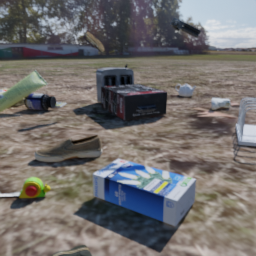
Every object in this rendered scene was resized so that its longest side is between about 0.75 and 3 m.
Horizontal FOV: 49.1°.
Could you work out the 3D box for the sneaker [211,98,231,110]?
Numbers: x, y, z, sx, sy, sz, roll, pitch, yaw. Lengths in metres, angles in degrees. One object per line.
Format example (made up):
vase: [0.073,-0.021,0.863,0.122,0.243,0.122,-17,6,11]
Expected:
sneaker: [4.663,-1.230,14.000,0.874,0.557,1.513,5,17,25]

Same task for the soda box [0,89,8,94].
soda box: [-6.533,-1.498,14.541,0.781,0.738,2.305,-1,17,-3]

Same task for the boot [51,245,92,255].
boot: [-0.824,2.053,4.041,0.832,0.322,0.575,-14,27,-35]

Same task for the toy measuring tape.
toy measuring tape: [-2.330,1.314,6.170,1.205,0.443,0.443,-1,18,-3]

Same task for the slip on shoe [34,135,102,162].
slip on shoe: [-1.733,0.572,8.211,1.949,0.590,0.741,-3,18,-9]

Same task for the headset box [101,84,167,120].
headset box: [0.271,-1.276,13.153,2.203,1.143,2.961,-9,21,-26]

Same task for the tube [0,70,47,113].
tube: [-5.247,-1.694,13.413,2.694,0.782,0.699,-40,27,-18]

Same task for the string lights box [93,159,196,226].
string lights box: [0.318,1.286,5.952,1.960,0.578,1.007,11,21,31]

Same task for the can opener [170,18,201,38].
can opener: [1.745,-3.040,8.584,0.981,0.262,0.328,32,-3,10]

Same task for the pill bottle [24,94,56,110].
pill bottle: [-4.304,-1.283,13.779,1.402,0.784,0.784,4,18,13]

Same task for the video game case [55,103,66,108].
video game case: [-3.765,-1.204,14.681,0.776,0.098,0.853,3,17,8]

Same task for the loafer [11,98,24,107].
loafer: [-5.722,-1.480,14.906,0.538,0.477,1.416,4,18,14]

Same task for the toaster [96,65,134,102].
toaster: [-0.701,-2.380,15.161,1.888,2.088,1.239,-6,14,-21]

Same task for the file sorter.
file sorter: [4.610,-0.254,9.745,1.407,1.262,2.028,6,18,17]

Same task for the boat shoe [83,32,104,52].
boat shoe: [-1.665,-4.090,13.541,0.386,1.191,0.429,-25,44,34]

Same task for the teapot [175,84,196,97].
teapot: [3.552,-2.359,17.327,0.961,0.702,0.949,-6,18,-15]
